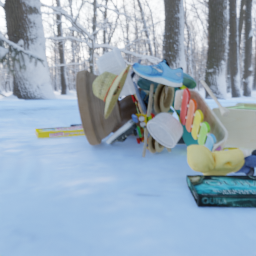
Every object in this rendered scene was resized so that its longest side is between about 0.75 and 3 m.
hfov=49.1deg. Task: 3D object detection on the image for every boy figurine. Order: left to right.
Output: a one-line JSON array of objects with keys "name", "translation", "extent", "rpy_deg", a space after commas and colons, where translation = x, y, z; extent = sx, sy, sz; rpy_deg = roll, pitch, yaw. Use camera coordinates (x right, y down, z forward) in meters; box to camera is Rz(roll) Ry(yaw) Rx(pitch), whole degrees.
[{"name": "boy figurine", "translation": [2.192, 0.813, 6.584], "extent": [2.016, 0.649, 1.253], "rpy_deg": [6, -31, -20]}]

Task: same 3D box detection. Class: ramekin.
[{"name": "ramekin", "translation": [-0.402, -1.654, 8.746], "extent": [0.807, 1.538, 1.538], "rpy_deg": [-22, 8, 2]}, {"name": "ramekin", "translation": [1.117, 0.038, 8.251], "extent": [0.546, 1.041, 1.041], "rpy_deg": [-45, 28, -20]}]

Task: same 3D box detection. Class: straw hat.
[{"name": "straw hat", "translation": [-0.561, -1.102, 7.439], "extent": [0.685, 1.618, 1.618], "rpy_deg": [25, 10, 0]}]

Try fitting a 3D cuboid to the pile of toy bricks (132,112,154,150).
[{"name": "pile of toy bricks", "translation": [0.637, -0.006, 9.402], "extent": [0.699, 1.416, 0.786], "rpy_deg": [-29, 36, -23]}]

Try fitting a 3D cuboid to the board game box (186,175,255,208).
[{"name": "board game box", "translation": [2.224, 1.274, 5.775], "extent": [1.855, 0.261, 1.254], "rpy_deg": [0, 9, 1]}]

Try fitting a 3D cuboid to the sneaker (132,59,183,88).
[{"name": "sneaker", "translation": [0.872, -1.656, 8.050], "extent": [1.554, 0.699, 0.609], "rpy_deg": [19, 13, 15]}]

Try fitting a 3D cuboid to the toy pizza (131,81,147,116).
[{"name": "toy pizza", "translation": [0.420, -0.816, 10.105], "extent": [0.287, 1.812, 1.812], "rpy_deg": [-21, 7, 7]}]

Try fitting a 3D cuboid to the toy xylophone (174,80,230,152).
[{"name": "toy xylophone", "translation": [1.875, -0.261, 7.145], "extent": [0.537, 1.566, 2.138], "rpy_deg": [-18, 46, -9]}]

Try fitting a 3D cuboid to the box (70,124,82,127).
[{"name": "box", "translation": [-2.302, -0.042, 14.394], "extent": [1.124, 0.287, 0.887], "rpy_deg": [-5, 9, -31]}]

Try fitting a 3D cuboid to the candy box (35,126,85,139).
[{"name": "candy box", "translation": [-2.924, 0.173, 12.848], "extent": [2.498, 0.330, 1.277], "rpy_deg": [-4, 12, -22]}]

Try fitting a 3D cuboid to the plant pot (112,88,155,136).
[{"name": "plant pot", "translation": [0.203, -0.540, 12.579], "extent": [2.415, 2.258, 2.258], "rpy_deg": [-16, -1, 33]}]

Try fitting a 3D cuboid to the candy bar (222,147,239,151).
[{"name": "candy bar", "translation": [3.032, 0.743, 8.868], "extent": [1.441, 0.160, 0.359], "rpy_deg": [0, -35, -43]}]

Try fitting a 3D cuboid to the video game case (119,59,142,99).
[{"name": "video game case", "translation": [0.087, -1.864, 10.470], "extent": [0.160, 1.202, 1.682], "rpy_deg": [30, 27, -5]}]

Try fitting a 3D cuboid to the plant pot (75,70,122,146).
[{"name": "plant pot", "translation": [-0.984, -0.824, 10.510], "extent": [1.309, 2.835, 2.835], "rpy_deg": [-10, 8, 2]}]

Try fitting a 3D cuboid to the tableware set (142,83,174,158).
[{"name": "tableware set", "translation": [1.150, -0.289, 8.995], "extent": [0.491, 2.449, 1.619], "rpy_deg": [16, 20, 29]}]

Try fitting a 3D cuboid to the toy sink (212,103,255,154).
[{"name": "toy sink", "translation": [4.661, -0.125, 10.546], "extent": [2.838, 1.590, 1.850], "rpy_deg": [-8, 12, -42]}]

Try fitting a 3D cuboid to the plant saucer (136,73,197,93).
[{"name": "plant saucer", "translation": [1.349, -1.627, 9.869], "extent": [2.098, 0.288, 2.098], "rpy_deg": [5, -8, 1]}]

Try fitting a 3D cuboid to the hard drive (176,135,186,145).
[{"name": "hard drive", "translation": [2.082, 0.370, 10.658], "extent": [1.861, 0.306, 1.299], "rpy_deg": [-2, 10, 38]}]

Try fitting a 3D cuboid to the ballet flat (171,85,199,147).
[{"name": "ballet flat", "translation": [2.186, -0.375, 9.497], "extent": [0.997, 2.975, 0.994], "rpy_deg": [9, -42, -38]}]

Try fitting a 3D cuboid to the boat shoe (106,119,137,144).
[{"name": "boat shoe", "translation": [-0.240, 0.282, 10.352], "extent": [1.715, 0.485, 0.588], "rpy_deg": [-38, 4, 47]}]

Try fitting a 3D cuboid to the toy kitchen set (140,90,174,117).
[{"name": "toy kitchen set", "translation": [1.122, -1.295, 10.455], "extent": [0.906, 1.232, 1.538], "rpy_deg": [-1, 37, -46]}]
